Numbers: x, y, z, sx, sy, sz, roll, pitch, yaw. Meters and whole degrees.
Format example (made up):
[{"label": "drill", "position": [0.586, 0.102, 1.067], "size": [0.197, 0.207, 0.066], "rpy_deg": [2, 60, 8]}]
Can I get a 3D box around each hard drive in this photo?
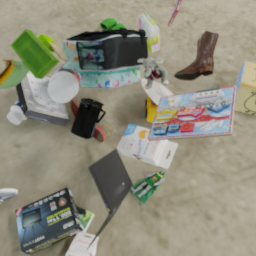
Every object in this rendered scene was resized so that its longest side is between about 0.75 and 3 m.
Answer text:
[{"label": "hard drive", "position": [-3.732, -1.343, 11.984], "size": [1.925, 0.521, 2.755], "rpy_deg": [15, 37, -43]}]

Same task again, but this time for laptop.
[{"label": "laptop", "position": [-0.609, 1.629, 6.754], "size": [1.003, 1.620, 1.730], "rpy_deg": [-23, 92, 20]}]

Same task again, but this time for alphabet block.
[{"label": "alphabet block", "position": [5.591, -1.666, 12.243], "size": [1.696, 1.657, 1.666], "rpy_deg": [16, 55, 14]}]

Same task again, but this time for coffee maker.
[{"label": "coffee maker", "position": [-1.284, -0.279, 8.282], "size": [0.738, 1.095, 1.052], "rpy_deg": [28, 15, 31]}]

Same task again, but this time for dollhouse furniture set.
[{"label": "dollhouse furniture set", "position": [-3.385, -1.778, 9.346], "size": [2.606, 1.707, 1.308], "rpy_deg": [-41, 90, 13]}]

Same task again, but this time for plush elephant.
[{"label": "plush elephant", "position": [0.769, -1.862, 8.947], "size": [0.901, 0.847, 1.093], "rpy_deg": [3, 82, 40]}]

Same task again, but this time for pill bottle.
[{"label": "pill bottle", "position": [-4.559, -0.810, 12.070], "size": [0.803, 0.803, 1.341], "rpy_deg": [17, 54, 13]}, {"label": "pill bottle", "position": [-2.716, -1.996, 12.288], "size": [1.272, 1.272, 2.234], "rpy_deg": [0, 28, 0]}]

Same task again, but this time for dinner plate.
[{"label": "dinner plate", "position": [1.560, -1.287, 11.791], "size": [2.477, 0.300, 2.477], "rpy_deg": [32, 27, -19]}]

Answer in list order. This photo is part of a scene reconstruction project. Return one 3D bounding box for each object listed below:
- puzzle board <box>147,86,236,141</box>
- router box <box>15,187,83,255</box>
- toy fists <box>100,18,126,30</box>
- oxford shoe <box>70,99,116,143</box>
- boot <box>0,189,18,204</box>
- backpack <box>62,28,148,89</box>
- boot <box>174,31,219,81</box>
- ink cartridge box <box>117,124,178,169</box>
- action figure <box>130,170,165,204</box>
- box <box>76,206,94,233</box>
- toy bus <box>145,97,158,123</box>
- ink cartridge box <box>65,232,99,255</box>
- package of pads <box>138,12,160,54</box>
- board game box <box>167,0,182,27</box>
[{"label": "puzzle board", "position": [1.485, -0.366, 6.630], "size": [1.950, 0.170, 1.470], "rpy_deg": [-5, 48, 31]}, {"label": "router box", "position": [-2.549, 2.959, 8.947], "size": [1.878, 0.583, 1.407], "rpy_deg": [-25, 55, -4]}, {"label": "toy fists", "position": [-0.803, -5.867, 16.337], "size": [1.683, 0.579, 0.858], "rpy_deg": [37, 67, 24]}, {"label": "oxford shoe", "position": [-1.522, -0.420, 11.816], "size": [0.921, 0.867, 2.462], "rpy_deg": [-32, 66, -32]}, {"label": "boot", "position": [-4.518, 2.522, 9.638], "size": [1.409, 0.512, 0.636], "rpy_deg": [-10, 59, 1]}, {"label": "backpack", "position": [-0.932, -2.584, 10.323], "size": [2.903, 2.186, 2.578], "rpy_deg": [16, 25, 33]}, {"label": "boot", "position": [2.539, -2.698, 10.451], "size": [1.621, 0.559, 1.739], "rpy_deg": [-3, 70, 37]}, {"label": "ink cartridge box", "position": [0.610, 0.561, 8.818], "size": [1.651, 0.560, 0.951], "rpy_deg": [15, 67, 27]}, {"label": "action figure", "position": [0.805, 1.980, 10.105], "size": [1.498, 0.410, 0.885], "rpy_deg": [-33, 55, -28]}, {"label": "box", "position": [-1.801, 3.035, 9.348], "size": [1.101, 0.200, 0.795], "rpy_deg": [18, 53, 14]}, {"label": "toy bus", "position": [1.200, -1.099, 11.994], "size": [0.928, 1.313, 1.368], "rpy_deg": [0, 50, 1]}, {"label": "ink cartridge box", "position": [-1.415, 3.799, 8.413], "size": [0.739, 0.435, 1.283], "rpy_deg": [12, 27, 9]}, {"label": "package of pads", "position": [0.961, -4.236, 12.690], "size": [0.522, 1.532, 1.183], "rpy_deg": [-27, 67, -4]}, {"label": "board game box", "position": [2.015, -4.989, 11.849], "size": [0.144, 0.764, 1.485], "rpy_deg": [23, 53, -5]}]
